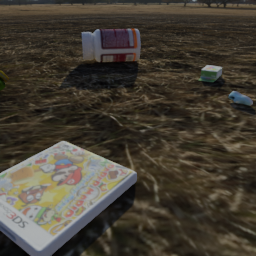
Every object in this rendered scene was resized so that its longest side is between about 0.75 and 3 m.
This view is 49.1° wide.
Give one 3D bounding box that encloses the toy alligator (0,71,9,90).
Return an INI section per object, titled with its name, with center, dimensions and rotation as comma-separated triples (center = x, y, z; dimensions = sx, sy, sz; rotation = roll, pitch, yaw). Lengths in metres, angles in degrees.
[toy alligator]
center = -5.270, -1.884, 10.888
dimensions = 0.862, 0.625, 2.601
rotation = -46, 44, -13

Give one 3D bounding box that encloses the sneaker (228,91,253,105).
[sneaker]
center = 3.770, -0.924, 9.442
dimensions = 0.351, 0.317, 0.856
rotation = -39, 42, -8

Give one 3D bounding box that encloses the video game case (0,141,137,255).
[video game case]
center = -1.385, 1.105, 5.306
dimensions = 2.166, 0.272, 2.380
rotation = 19, 32, 32

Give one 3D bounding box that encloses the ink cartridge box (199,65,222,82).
[ink cartridge box]
center = 3.564, -2.359, 12.119
dimensions = 0.672, 0.384, 1.295
rotation = 15, 30, 27

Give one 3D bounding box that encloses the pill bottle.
[pill bottle]
center = -0.903, -4.265, 14.522
dimensions = 2.880, 1.644, 1.644
rotation = -4, 27, -8
